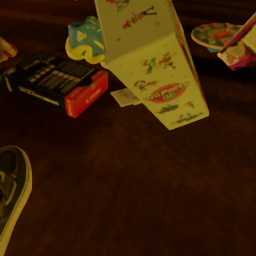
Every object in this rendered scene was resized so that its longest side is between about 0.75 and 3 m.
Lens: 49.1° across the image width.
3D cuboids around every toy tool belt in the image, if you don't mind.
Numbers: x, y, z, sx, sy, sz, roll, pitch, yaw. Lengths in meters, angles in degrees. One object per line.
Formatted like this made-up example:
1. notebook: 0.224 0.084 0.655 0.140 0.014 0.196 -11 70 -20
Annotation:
1. toy tool belt: -4.816 -2.562 9.834 1.885 1.177 1.158 25 77 27

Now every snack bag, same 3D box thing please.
1. snack bag: 0.021 -0.959 8.628 0.907 0.097 0.855 -18 44 -19

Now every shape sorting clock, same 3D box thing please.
1. shape sorting clock: 3.992 -3.773 11.401 2.775 0.544 2.775 0 42 0

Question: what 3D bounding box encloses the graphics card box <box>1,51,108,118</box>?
1. graphics card box: -2.234 -1.444 8.700 2.802 0.713 1.758 21 47 20

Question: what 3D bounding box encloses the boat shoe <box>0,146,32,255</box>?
1. boat shoe: -2.584 1.305 5.408 1.064 1.047 2.951 -3 42 -4

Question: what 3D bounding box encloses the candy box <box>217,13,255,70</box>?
1. candy box: 3.413 -2.558 6.814 0.699 1.563 2.291 44 91 -3

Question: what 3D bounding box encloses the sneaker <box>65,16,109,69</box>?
1. sneaker: -0.904 -2.999 9.800 2.931 1.540 1.110 10 43 12

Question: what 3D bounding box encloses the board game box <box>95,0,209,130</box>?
1. board game box: 0.485 -1.449 4.818 0.944 2.938 2.168 -20 68 19

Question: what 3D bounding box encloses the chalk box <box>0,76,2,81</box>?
1. chalk box: -5.019 -1.463 8.292 1.328 1.318 2.127 8 44 7
